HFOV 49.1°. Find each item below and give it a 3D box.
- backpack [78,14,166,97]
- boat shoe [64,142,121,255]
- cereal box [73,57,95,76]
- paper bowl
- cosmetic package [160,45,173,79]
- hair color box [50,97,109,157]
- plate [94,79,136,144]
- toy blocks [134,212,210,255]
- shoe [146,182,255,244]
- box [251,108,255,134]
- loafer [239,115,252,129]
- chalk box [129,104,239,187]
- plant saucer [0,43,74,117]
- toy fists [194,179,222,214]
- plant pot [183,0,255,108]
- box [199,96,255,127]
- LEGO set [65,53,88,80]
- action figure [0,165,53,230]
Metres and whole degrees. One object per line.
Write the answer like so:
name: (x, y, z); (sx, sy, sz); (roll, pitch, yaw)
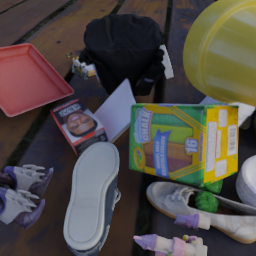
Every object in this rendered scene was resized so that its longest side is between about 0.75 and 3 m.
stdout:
backpack: (-0.019, -2.088, 8.612); (2.388, 2.861, 1.811); (6, 72, 6)
boat shoe: (-0.664, 1.411, 5.912); (0.991, 0.819, 2.647); (-1, 41, 2)
cereal box: (-1.494, -2.607, 11.422); (1.025, 0.282, 1.425); (-22, 44, -26)
paper bowl: (3.128, 1.359, 6.005); (1.547, 0.805, 1.547); (0, 38, 0)
cosmetic package: (1.367, -2.390, 10.195); (0.294, 1.160, 0.479); (-17, 4, 9)
hair color box: (-1.397, -0.090, 7.825); (0.944, 0.570, 1.860); (-29, 42, -16)
plate: (-0.370, -0.288, 7.756); (0.282, 1.739, 1.743); (32, 26, -31)
toy blocks: (0.633, 1.883, 4.567); (1.072, 1.190, 1.274); (12, 64, 7)
shoe: (1.525, 1.578, 5.862); (2.399, 0.640, 0.839); (17, 41, 20)
box: (4.611, -0.197, 7.658); (1.923, 1.195, 1.428); (5, 38, 5)
loafer: (3.376, -0.496, 8.612); (0.673, 0.623, 1.790); (-28, 18, 29)
chalk box: (0.960, 0.203, 6.103); (2.359, 1.467, 1.460); (4, 7, 44)
plant saucer: (-3.489, -1.543, 9.020); (2.561, 0.471, 2.566); (47, 43, 10)
toy fists: (1.668, 1.348, 5.841); (0.446, 0.301, 0.874); (19, 64, 5)
plant pot: (2.631, -1.391, 5.804); (2.297, 2.297, 2.161); (-11, 31, -13)
box: (2.804, -0.666, 7.826); (1.482, 0.717, 1.308); (-44, 16, -14)
LEGO set: (-1.927, -2.224, 10.374); (0.755, 0.330, 1.163); (-14, 75, -57)
action figure: (-2.799, 0.823, 4.988); (2.698, 0.936, 1.756); (26, 26, -23)
